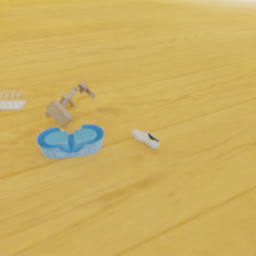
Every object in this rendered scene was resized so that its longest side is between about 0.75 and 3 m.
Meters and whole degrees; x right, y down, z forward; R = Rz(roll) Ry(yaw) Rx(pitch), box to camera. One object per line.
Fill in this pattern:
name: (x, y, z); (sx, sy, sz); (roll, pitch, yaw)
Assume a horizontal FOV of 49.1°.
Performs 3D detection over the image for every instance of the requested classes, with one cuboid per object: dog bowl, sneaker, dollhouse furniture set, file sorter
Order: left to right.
file sorter: (-4.635, -1.105, 10.959); (0.955, 0.595, 0.663); (0, 33, -1)
dollhouse furniture set: (-2.121, -0.799, 10.401); (0.887, 1.039, 2.004); (45, 39, -5)
dog bowl: (-1.740, 0.431, 8.634); (2.022, 0.501, 1.127); (-7, 33, -10)
sneaker: (0.564, 0.266, 8.862); (0.995, 0.352, 0.363); (28, 37, 19)
